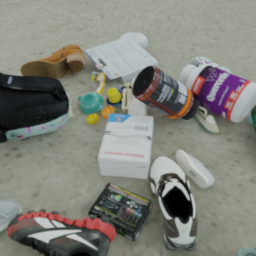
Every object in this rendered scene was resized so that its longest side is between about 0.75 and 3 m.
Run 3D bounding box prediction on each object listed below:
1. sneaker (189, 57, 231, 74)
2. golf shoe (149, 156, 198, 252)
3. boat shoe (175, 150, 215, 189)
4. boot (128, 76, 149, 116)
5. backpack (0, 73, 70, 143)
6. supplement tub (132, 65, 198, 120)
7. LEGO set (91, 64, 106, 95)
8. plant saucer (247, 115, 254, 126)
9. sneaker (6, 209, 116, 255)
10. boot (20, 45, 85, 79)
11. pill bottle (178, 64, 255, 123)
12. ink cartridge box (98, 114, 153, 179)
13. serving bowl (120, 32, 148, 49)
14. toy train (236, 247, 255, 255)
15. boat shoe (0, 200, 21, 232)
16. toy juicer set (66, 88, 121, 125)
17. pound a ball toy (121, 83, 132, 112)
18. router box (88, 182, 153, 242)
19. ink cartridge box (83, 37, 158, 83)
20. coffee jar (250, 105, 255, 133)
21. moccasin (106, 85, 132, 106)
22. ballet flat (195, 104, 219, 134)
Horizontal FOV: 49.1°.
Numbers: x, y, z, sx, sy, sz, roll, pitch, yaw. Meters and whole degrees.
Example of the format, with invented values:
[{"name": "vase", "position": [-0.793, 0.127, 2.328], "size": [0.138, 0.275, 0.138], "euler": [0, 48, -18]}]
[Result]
[{"name": "sneaker", "position": [3.080, -2.202, 11.369], "size": [1.881, 0.731, 1.315], "euler": [29, 51, 31]}, {"name": "golf shoe", "position": [1.167, 1.539, 6.951], "size": [1.064, 1.293, 2.737], "euler": [-8, 42, -4]}, {"name": "boat shoe", "position": [1.914, 1.126, 8.014], "size": [0.471, 0.495, 1.375], "euler": [-9, 37, -34]}, {"name": "boot", "position": [0.565, -0.823, 9.890], "size": [0.732, 0.909, 2.013], "euler": [-8, 66, 36]}, {"name": "backpack", "position": [-3.105, -0.637, 8.799], "size": [2.520, 1.595, 2.103], "euler": [-11, 81, -17]}, {"name": "supplement tub", "position": [1.293, -1.031, 9.199], "size": [2.230, 1.193, 1.193], "euler": [27, 33, -30]}, {"name": "LEGO set", "position": [-1.275, -1.679, 10.828], "size": [0.571, 0.706, 1.535], "euler": [8, 79, 14]}, {"name": "plant saucer", "position": [5.221, -0.564, 9.936], "size": [2.448, 0.232, 0.856], "euler": [-30, 57, -29]}, {"name": "sneaker", "position": [-1.565, 2.530, 6.158], "size": [2.493, 0.881, 1.218], "euler": [5, 41, 4]}, {"name": "boot", "position": [-3.175, -2.920, 12.003], "size": [2.638, 1.012, 2.048], "euler": [-15, 38, -2]}, {"name": "pill bottle", "position": [3.083, -1.326, 9.893], "size": [2.557, 1.438, 1.438], "euler": [31, 51, 29]}, {"name": "ink cartridge box", "position": [-0.017, 0.499, 8.387], "size": [1.407, 0.825, 1.922], "euler": [5, 44, 6]}, {"name": "serving bowl", "position": [0.259, -4.368, 13.883], "size": [1.480, 0.487, 1.480], "euler": [1, 42, -1]}, {"name": "toy train", "position": [2.079, 3.380, 5.192], "size": [2.550, 1.087, 1.453], "euler": [-28, 59, -26]}, {"name": "boat shoe", "position": [-3.675, 2.037, 6.475], "size": [2.302, 0.738, 0.848], "euler": [-3, 28, -29]}, {"name": "toy juicer set", "position": [-1.360, -0.679, 9.963], "size": [2.175, 0.592, 1.383], "euler": [-2, 62, 16]}, {"name": "pound a ball toy", "position": [-0.077, -1.079, 9.962], "size": [0.384, 0.589, 0.903], "euler": [1, 79, 13]}, {"name": "router box", "position": [-0.183, 2.062, 7.014], "size": [1.326, 0.412, 0.994], "euler": [20, 47, 20]}, {"name": "ink cartridge box", "position": [-0.348, -2.926, 12.154], "size": [2.429, 0.493, 2.424], "euler": [-23, 53, -22]}, {"name": "coffee jar", "position": [4.383, 0.222, 8.389], "size": [1.086, 0.888, 2.082], "euler": [24, 49, -16]}, {"name": "moccasin", "position": [-0.142, -1.377, 10.604], "size": [1.644, 0.561, 0.661], "euler": [-30, 51, -28]}, {"name": "ballet flat", "position": [2.636, -0.342, 9.561], "size": [0.457, 0.422, 1.355], "euler": [-9, 42, -29]}]
